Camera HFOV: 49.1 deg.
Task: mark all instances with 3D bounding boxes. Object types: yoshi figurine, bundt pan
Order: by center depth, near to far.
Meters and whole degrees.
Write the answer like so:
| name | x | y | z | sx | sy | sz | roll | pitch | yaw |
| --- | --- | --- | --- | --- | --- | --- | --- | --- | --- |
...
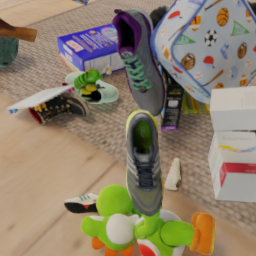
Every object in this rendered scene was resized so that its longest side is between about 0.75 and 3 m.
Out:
| name | x | y | z | sx | sy | sz | roll | pitch | yaw |
| --- | --- | --- | --- | --- | --- | --- | --- | --- | --- |
| yoshi figurine | 0.371 | 1.827 | 5.883 | 2.645 | 1.486 | 1.481 | 3 | 26 | 7 |
| bundt pan | 0.843 | -2.513 | 8.076 | 0.684 | 1.822 | 1.822 | 22 | 33 | -28 |

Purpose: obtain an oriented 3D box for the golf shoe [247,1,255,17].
| name | x | y | z | sx | sy | sz | roll | pitch | yaw |
| --- | --- | --- | --- | --- | --- | --- | --- | --- | --- |
| golf shoe | 2.283 | -3.179 | 7.460 | 2.499 | 0.972 | 1.181 | 11 | 23 | -24 |

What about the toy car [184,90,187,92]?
| name | x | y | z | sx | sy | sz | roll | pitch | yaw |
| --- | --- | --- | --- | --- | --- | --- | --- | --- | --- |
| toy car | 2.047 | -2.529 | 10.389 | 1.436 | 1.820 | 1.495 | 18 | 45 | 20 |

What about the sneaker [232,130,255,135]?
| name | x | y | z | sx | sy | sz | roll | pitch | yaw |
| --- | --- | --- | --- | --- | --- | --- | --- | --- | --- |
| sneaker | 4.174 | -0.055 | 8.486 | 2.358 | 0.791 | 1.058 | -5 | 57 | -13 |

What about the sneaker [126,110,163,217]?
| name | x | y | z | sx | sy | sz | roll | pitch | yaw |
| --- | --- | --- | --- | --- | --- | --- | --- | --- | --- |
| sneaker | 0.238 | 0.603 | 4.747 | 0.687 | 1.860 | 0.753 | -8 | 0 | 5 |

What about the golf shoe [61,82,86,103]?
| name | x | y | z | sx | sy | sz | roll | pitch | yaw |
| --- | --- | --- | --- | --- | --- | --- | --- | --- | --- |
| golf shoe | -1.967 | -1.197 | 9.849 | 1.217 | 0.557 | 0.458 | 29 | 48 | 27 |

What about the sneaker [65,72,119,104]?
| name | x | y | z | sx | sy | sz | roll | pitch | yaw |
| --- | --- | --- | --- | --- | --- | --- | --- | --- | --- |
| sneaker | -1.501 | -1.422 | 9.623 | 2.138 | 0.787 | 1.261 | 21 | 19 | 19 |

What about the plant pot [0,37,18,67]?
| name | x | y | z | sx | sy | sz | roll | pitch | yaw |
| --- | --- | --- | --- | --- | --- | --- | --- | --- | --- |
| plant pot | -5.898 | -3.557 | 11.494 | 2.151 | 2.196 | 2.196 | 16 | 43 | 7 |

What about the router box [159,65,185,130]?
| name | x | y | z | sx | sy | sz | roll | pitch | yaw |
| --- | --- | --- | --- | --- | --- | --- | --- | --- | --- |
| router box | 1.319 | -1.296 | 9.087 | 0.579 | 1.692 | 2.268 | 1 | 41 | 0 |

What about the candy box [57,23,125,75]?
| name | x | y | z | sx | sy | sz | roll | pitch | yaw |
| --- | --- | --- | --- | --- | --- | --- | --- | --- | --- |
| candy box | -1.211 | -3.281 | 11.815 | 2.788 | 1.074 | 2.357 | -22 | 48 | -25 |

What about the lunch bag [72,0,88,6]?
| name | x | y | z | sx | sy | sz | roll | pitch | yaw |
| --- | --- | --- | --- | --- | --- | --- | --- | --- | --- |
| lunch bag | -1.883 | -4.626 | 8.842 | 1.032 | 0.645 | 1.370 | 1 | 46 | -41 |

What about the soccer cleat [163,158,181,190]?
| name | x | y | z | sx | sy | sz | roll | pitch | yaw |
| --- | --- | --- | --- | --- | --- | --- | --- | --- | --- |
| soccer cleat | 1.222 | 1.209 | 7.304 | 0.372 | 0.333 | 0.960 | 18 | 51 | 12 |

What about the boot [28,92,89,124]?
| name | x | y | z | sx | sy | sz | roll | pitch | yaw |
| --- | --- | --- | --- | --- | --- | --- | --- | --- | --- |
| boot | -2.248 | -0.568 | 9.043 | 1.776 | 0.650 | 1.337 | 29 | 48 | 34 |

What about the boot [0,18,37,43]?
| name | x | y | z | sx | sy | sz | roll | pitch | yaw |
| --- | --- | --- | --- | --- | --- | --- | --- | --- | --- |
| boot | -3.252 | -2.840 | 8.009 | 1.242 | 1.169 | 0.425 | 8 | 71 | -20 |

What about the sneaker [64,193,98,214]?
| name | x | y | z | sx | sy | sz | roll | pitch | yaw |
| --- | --- | --- | --- | --- | --- | --- | --- | --- | --- |
| sneaker | -1.023 | 1.771 | 6.699 | 0.954 | 0.336 | 0.446 | -1 | 23 | 2 |

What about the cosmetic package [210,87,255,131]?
| name | x | y | z | sx | sy | sz | roll | pitch | yaw |
| --- | --- | --- | --- | --- | --- | --- | --- | --- | --- |
| cosmetic package | 2.189 | -0.333 | 4.869 | 1.408 | 0.716 | 0.521 | 1 | 60 | 23 |

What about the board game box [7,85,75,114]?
| name | x | y | z | sx | sy | sz | roll | pitch | yaw |
| --- | --- | --- | --- | --- | --- | --- | --- | --- | --- |
| board game box | -2.823 | -0.939 | 9.177 | 1.679 | 0.217 | 1.680 | -3 | 26 | 37 |

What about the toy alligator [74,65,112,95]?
| name | x | y | z | sx | sy | sz | roll | pitch | yaw |
| --- | --- | --- | --- | --- | --- | --- | --- | --- | --- |
| toy alligator | -0.838 | -1.044 | 5.907 | 0.394 | 1.452 | 0.431 | 4 | 78 | -30 |

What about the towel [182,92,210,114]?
| name | x | y | z | sx | sy | sz | roll | pitch | yaw |
| --- | --- | --- | --- | --- | --- | --- | --- | --- | --- |
| towel | 3.248 | -0.924 | 9.764 | 2.769 | 0.250 | 1.192 | 1 | 42 | 0 |

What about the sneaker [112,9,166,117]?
| name | x | y | z | sx | sy | sz | roll | pitch | yaw |
| --- | --- | --- | --- | --- | --- | --- | --- | --- | --- |
| sneaker | 0.152 | -1.463 | 6.754 | 0.996 | 2.676 | 1.171 | -7 | 14 | 31 |

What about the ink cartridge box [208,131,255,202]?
| name | x | y | z | sx | sy | sz | roll | pitch | yaw |
| --- | --- | --- | --- | --- | --- | --- | --- | --- | --- |
| ink cartridge box | 2.705 | 0.928 | 7.020 | 1.061 | 1.066 | 1.467 | 2 | 41 | 3 |

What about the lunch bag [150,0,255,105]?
| name | x | y | z | sx | sy | sz | roll | pitch | yaw |
| --- | --- | --- | --- | --- | --- | --- | --- | --- | --- |
| lunch bag | 2.087 | -1.931 | 6.649 | 2.340 | 2.921 | 1.104 | -55 | 38 | 2 |
